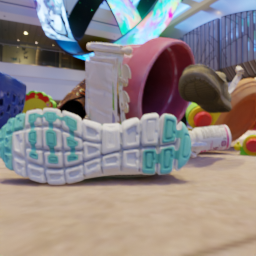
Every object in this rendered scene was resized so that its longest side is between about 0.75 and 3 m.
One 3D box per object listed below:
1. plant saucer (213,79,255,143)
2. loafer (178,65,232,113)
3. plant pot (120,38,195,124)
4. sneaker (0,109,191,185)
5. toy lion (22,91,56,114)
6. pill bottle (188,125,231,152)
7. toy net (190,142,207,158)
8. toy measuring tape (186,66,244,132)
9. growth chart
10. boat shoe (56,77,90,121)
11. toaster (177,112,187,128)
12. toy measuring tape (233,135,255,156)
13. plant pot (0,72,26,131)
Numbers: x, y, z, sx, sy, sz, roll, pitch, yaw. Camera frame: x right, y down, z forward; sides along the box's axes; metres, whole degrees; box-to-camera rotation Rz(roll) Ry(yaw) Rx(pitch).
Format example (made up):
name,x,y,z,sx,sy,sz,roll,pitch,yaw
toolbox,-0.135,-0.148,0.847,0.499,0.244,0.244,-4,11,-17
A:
name,x,y,z,sx,sy,sz,roll,pitch,yaw
plant saucer,3.688,-0.411,9.494,2.591,2.591,0.485,0,35,-38
loafer,1.710,-0.907,6.151,0.844,0.749,2.220,-5,-16,29
plant pot,0.251,-1.208,7.305,2.116,2.365,2.365,23,14,36
sneaker,-0.510,0.381,4.262,2.734,1.061,1.247,4,-15,-3
toy lion,-4.305,-0.457,12.147,2.387,2.288,0.819,0,0,5
pill bottle,2.150,0.318,7.763,1.198,0.679,0.679,-6,1,-2
toy net,0.988,0.549,6.441,1.164,0.428,2.219,-3,-4,44
toy measuring tape,2.292,-0.735,8.001,0.892,2.425,0.892,20,26,-11
growth chart,-0.544,-0.714,6.606,0.235,2.650,1.918,-15,34,-35
boat shoe,-1.420,-0.608,8.243,1.036,2.944,1.035,39,-13,-5
toaster,0.767,-0.628,9.317,2.488,2.250,1.477,1,-14,-15
toy measuring tape,3.555,0.446,7.145,1.638,0.603,0.603,0,0,30
plant pot,-5.060,-0.498,9.284,2.684,2.413,2.684,0,1,-4
